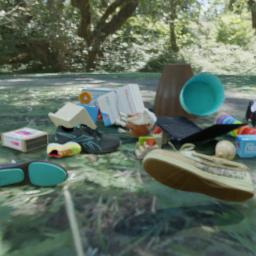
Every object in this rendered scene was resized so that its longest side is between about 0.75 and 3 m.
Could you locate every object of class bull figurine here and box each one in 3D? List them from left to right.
[{"bbox_3d":[0.268,-0.122,9.656,1.314,0.705,2.164,16,-17,7],"label":"bull figurine"}]

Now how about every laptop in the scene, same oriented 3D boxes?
[{"bbox_3d":[2.365,-0.244,9.668,2.164,1.261,2.442,-1,33,-42],"label":"laptop"}]

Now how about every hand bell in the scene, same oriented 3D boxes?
[{"bbox_3d":[2.329,0.729,7.186,0.546,0.546,1.048,11,19,35],"label":"hand bell"}]

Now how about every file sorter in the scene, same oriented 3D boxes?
[{"bbox_3d":[-1.907,-0.725,12.930,1.014,0.703,0.622,14,15,-2],"label":"file sorter"}]

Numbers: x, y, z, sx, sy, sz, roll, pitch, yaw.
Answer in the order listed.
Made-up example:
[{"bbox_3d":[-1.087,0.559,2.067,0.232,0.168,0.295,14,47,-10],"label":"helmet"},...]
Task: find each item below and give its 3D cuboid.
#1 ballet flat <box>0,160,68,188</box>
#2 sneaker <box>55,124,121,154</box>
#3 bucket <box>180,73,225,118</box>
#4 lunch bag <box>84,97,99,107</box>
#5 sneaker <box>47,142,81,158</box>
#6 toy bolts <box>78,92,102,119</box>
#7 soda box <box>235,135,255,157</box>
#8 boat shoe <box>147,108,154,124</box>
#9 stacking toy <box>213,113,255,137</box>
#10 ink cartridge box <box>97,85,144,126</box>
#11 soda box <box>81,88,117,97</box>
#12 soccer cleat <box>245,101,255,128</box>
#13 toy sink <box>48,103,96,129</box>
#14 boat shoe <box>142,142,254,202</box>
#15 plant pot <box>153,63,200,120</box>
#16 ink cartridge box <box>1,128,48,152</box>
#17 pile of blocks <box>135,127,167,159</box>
[{"bbox_3d":[-2.365,1.053,6.730,1.888,0.690,0.690,-3,15,-3],"label":"ballet flat"},{"bbox_3d":[-1.294,0.345,8.984,2.170,0.860,0.818,0,15,-3],"label":"sneaker"},{"bbox_3d":[2.858,-1.234,11.050,1.695,1.695,1.102,0,-2,2],"label":"bucket"},{"bbox_3d":[-1.800,-1.169,14.692,1.057,0.899,0.674,-6,16,-20],"label":"lunch bag"},{"bbox_3d":[-1.961,0.731,8.535,1.057,0.413,0.477,-4,25,0],"label":"sneaker"},{"bbox_3d":[-1.936,-1.038,13.817,1.425,1.361,0.988,16,4,-10],"label":"toy bolts"},{"bbox_3d":[4.236,0.568,8.645,1.695,0.575,0.544,0,15,1],"label":"soda box"},{"bbox_3d":[0.672,-0.412,11.884,0.601,0.747,1.611,-8,8,27],"label":"boat shoe"},{"bbox_3d":[4.060,0.032,10.518,0.787,0.787,1.844,-6,20,-23],"label":"stacking toy"},{"bbox_3d":[-0.293,-0.944,11.851,1.780,1.287,0.750,-18,-3,36],"label":"ink cartridge box"},{"bbox_3d":[-1.471,-1.932,17.376,2.937,1.004,0.934,7,16,26],"label":"soda box"},{"bbox_3d":[5.963,-0.573,12.591,0.993,0.926,2.714,11,19,10],"label":"soccer cleat"},{"bbox_3d":[-2.096,-0.294,10.540,1.539,1.003,0.862,15,53,46],"label":"toy sink"},{"bbox_3d":[1.353,0.820,5.434,2.285,0.716,0.838,20,-35,-15],"label":"boat shoe"},{"bbox_3d":[2.458,-1.903,14.109,2.444,2.615,2.444,0,15,0],"label":"plant pot"},{"bbox_3d":[-3.523,0.389,9.584,1.217,0.457,1.002,10,17,31],"label":"ink cartridge box"},{"bbox_3d":[0.746,0.355,9.228,0.897,0.679,2.184,6,15,15],"label":"pile of blocks"}]
